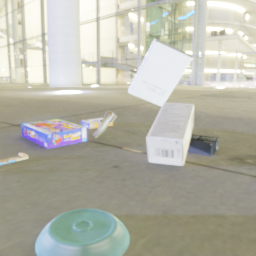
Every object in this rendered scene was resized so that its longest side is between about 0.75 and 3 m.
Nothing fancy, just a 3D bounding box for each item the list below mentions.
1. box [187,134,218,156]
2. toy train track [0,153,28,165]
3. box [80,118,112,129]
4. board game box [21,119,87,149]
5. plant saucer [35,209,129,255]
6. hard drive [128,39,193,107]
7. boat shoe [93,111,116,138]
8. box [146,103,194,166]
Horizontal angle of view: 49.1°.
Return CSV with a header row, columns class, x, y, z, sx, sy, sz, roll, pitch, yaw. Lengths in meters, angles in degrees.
class,x,y,z,sx,sy,sz,roll,pitch,yaw
box,2.519,0.589,10.153,1.275,0.503,0.900,7,12,29
toy train track,-4.128,0.999,8.648,1.184,0.336,2.065,12,16,43
box,-1.702,-0.239,14.570,1.559,0.323,0.928,-11,16,-34
board game box,-3.185,0.179,11.886,1.751,0.583,2.604,-10,16,-40
plant saucer,-0.783,1.817,4.890,1.624,0.292,1.624,0,12,0
hard drive,1.360,-2.357,12.430,1.804,2.736,0.365,21,38,-12
boat shoe,-1.100,-0.168,11.994,0.460,1.344,0.502,41,6,-13
box,1.506,0.107,9.508,1.195,0.978,2.516,4,31,20
